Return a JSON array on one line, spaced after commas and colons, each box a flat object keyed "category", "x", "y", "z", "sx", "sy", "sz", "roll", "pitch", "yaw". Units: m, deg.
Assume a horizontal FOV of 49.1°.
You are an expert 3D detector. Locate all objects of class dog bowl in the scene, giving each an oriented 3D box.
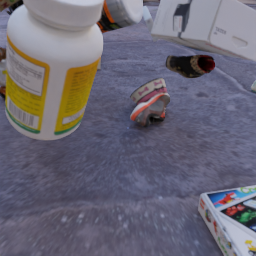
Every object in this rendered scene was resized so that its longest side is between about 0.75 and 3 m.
[{"category": "dog bowl", "x": 0.746, "y": -1.160, "z": 9.547, "sx": 1.287, "sy": 1.287, "sz": 0.475, "roll": -23, "pitch": 80, "yaw": -34}]

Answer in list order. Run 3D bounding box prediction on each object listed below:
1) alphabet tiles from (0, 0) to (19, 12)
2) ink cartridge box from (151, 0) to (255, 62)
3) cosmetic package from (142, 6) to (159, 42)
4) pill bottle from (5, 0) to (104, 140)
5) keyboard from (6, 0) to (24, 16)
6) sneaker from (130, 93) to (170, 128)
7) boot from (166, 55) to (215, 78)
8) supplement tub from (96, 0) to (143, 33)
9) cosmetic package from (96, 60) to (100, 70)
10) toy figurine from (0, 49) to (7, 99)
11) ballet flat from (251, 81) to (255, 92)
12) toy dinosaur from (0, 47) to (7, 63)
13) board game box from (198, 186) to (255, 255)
[{"category": "alphabet tiles", "x": -2.536, "y": -2.349, "z": 5.080, "sx": 1.173, "sy": 0.037, "sz": 0.976, "roll": -27, "pitch": -2, "yaw": 6}, {"category": "ink cartridge box", "x": 1.966, "y": -2.471, "z": 6.939, "sx": 1.735, "sy": 1.001, "sz": 2.392, "roll": 8, "pitch": 16, "yaw": -29}, {"category": "cosmetic package", "x": 0.728, "y": -3.446, "z": 9.292, "sx": 0.241, "sy": 0.931, "sz": 0.702, "roll": -24, "pitch": 54, "yaw": 10}, {"category": "pill bottle", "x": -1.388, "y": -1.234, "z": 5.199, "sx": 1.622, "sy": 2.877, "sz": 1.622, "roll": 12, "pitch": 46, "yaw": -13}, {"category": "keyboard", "x": -2.043, "y": -2.695, "z": 6.507, "sx": 1.406, "sy": 0.535, "sz": 2.700, "roll": 0, "pitch": -11, "yaw": -8}, {"category": "sneaker", "x": 0.878, "y": -0.487, "z": 8.995, "sx": 0.795, "sy": 0.748, "sz": 1.942, "roll": 44, "pitch": 46, "yaw": 15}, {"category": "boot", "x": 1.931, "y": -1.718, "z": 7.852, "sx": 1.489, "sy": 0.545, "sz": 1.121, "roll": 11, "pitch": 3, "yaw": -36}, {"category": "supplement tub", "x": -0.834, "y": -3.475, "z": 8.112, "sx": 2.257, "sy": 1.382, "sz": 1.382, "roll": -4, "pitch": 25, "yaw": 29}, {"category": "cosmetic package", "x": -2.751, "y": -3.421, "z": 13.439, "sx": 2.665, "sy": 1.163, "sz": 1.377, "roll": -7, "pitch": 30, "yaw": -12}, {"category": "toy figurine", "x": -5.290, "y": -2.005, "z": 10.663, "sx": 2.315, "sy": 1.636, "sz": 2.351, "roll": -2, "pitch": 27, "yaw": -14}, {"category": "ballet flat", "x": 5.705, "y": -1.778, "z": 11.188, "sx": 1.659, "sy": 0.595, "sz": 0.595, "roll": -10, "pitch": 31, "yaw": -19}, {"category": "toy dinosaur", "x": -3.489, "y": -1.907, "z": 5.876, "sx": 1.353, "sy": 2.649, "sz": 1.798, "roll": -31, "pitch": 81, "yaw": -11}, {"category": "board game box", "x": 3.010, "y": 1.751, "z": 4.983, "sx": 2.938, "sy": 0.509, "sz": 1.855, "roll": -6, "pitch": 30, "yaw": -10}]
